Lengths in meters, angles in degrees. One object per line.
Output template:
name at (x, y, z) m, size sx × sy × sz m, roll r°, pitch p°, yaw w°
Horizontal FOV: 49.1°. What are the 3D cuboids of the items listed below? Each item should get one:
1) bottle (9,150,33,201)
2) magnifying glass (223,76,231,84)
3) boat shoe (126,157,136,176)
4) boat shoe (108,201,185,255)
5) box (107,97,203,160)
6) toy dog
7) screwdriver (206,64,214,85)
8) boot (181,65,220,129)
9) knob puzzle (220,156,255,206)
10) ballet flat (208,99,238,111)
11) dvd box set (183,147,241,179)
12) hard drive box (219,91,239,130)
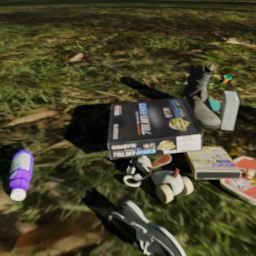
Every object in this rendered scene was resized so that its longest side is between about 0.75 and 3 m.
bottle at (-2.997, 1.306, 7.789) m, size 0.625 × 0.489 × 1.497 m, roll -39°, pitch 38°, yaw 19°
magnifying glass at (5.245, -2.591, 14.951) m, size 0.424 × 0.119 × 1.065 m, roll 15°, pitch 32°, yaw 23°
boat shoe at (0.077, 1.103, 8.443) m, size 0.242 × 0.304 × 0.803 m, roll 13°, pitch 30°, yaw -3°
boat shoe at (0.339, 2.340, 5.983) m, size 0.605 × 0.758 × 2.005 m, roll -24°, pitch 31°, yaw -32°
box at (0.759, -0.097, 9.078) m, size 2.717 × 0.680 × 2.737 m, roll -4°, pitch 28°, yaw 2°
toy dog at (0.859, 1.193, 7.677) m, size 1.917 × 0.923 × 1.264 m, roll 20°, pitch 34°, yaw 30°
screwdriver at (4.239, -2.895, 14.903) m, size 0.373 × 0.358 × 2.564 m, roll 24°, pitch 44°, yaw 5°
boot at (2.838, -1.342, 10.937) m, size 0.981 × 1.892 × 2.897 m, roll 1°, pitch 30°, yaw -15°
knob puzzle at (3.745, 1.390, 7.801) m, size 2.632 × 0.365 × 2.632 m, roll -1°, pitch 28°, yaw 0°
ballet flat at (3.905, -0.919, 11.848) m, size 1.410 × 0.480 × 0.474 m, roll 16°, pitch 16°, yaw 15°
dvd box set at (2.424, 1.003, 8.347) m, size 1.255 × 0.252 × 1.716 m, roll 0°, pitch 19°, yaw 0°
hard drive box at (3.777, -0.653, 10.566) m, size 0.458 × 1.193 × 0.930 m, roll 6°, pitch 32°, yaw 10°
